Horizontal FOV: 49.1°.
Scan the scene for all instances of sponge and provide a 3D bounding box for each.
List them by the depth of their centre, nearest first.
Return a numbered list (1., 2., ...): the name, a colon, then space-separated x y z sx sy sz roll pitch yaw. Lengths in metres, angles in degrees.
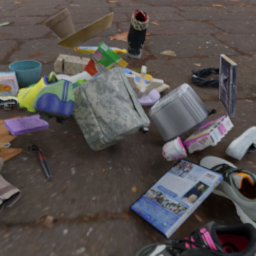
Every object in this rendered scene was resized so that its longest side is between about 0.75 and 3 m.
1. sponge: -3.121 -0.098 8.612 1.130 0.168 0.630 -15 42 -43

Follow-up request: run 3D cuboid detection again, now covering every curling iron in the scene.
1. curling iron: -2.413 0.936 7.726 0.376 0.194 1.516 -12 40 -34

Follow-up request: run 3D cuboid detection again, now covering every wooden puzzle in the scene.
1. wooden puzzle: -0.197 -1.758 11.458 2.899 0.671 2.685 -28 41 -32

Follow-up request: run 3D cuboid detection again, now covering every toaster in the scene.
1. toaster: 1.505 -0.460 8.224 1.815 1.172 1.031 -32 9 35

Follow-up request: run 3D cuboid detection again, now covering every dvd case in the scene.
1. dvd case: 1.035 1.444 6.180 1.825 0.160 1.302 -39 28 -20
2. dvd case: 2.865 -1.275 8.101 0.151 1.410 1.897 -3 21 9

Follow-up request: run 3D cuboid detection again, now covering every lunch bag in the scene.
1. lunch bag: -0.476 -0.522 7.906 1.691 2.017 1.405 -29 -9 31

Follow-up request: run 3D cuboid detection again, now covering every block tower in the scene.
1. block tower: -1.836 -2.397 10.940 1.996 0.539 0.577 7 40 0

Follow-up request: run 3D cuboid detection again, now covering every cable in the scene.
1. cable: 3.763 -2.268 12.553 1.843 0.468 1.504 5 33 7

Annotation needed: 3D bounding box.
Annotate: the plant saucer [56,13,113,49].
1. plant saucer: -1.212 -2.820 8.336 1.915 0.339 1.915 -25 21 10

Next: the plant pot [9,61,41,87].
1. plant pot: -4.422 -2.310 12.206 1.299 0.875 1.299 2 31 -1

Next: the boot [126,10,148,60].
1. boot: 0.303 -2.932 8.277 0.585 1.223 1.619 10 49 -4

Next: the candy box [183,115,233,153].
1. candy box: 2.370 0.177 8.233 0.934 0.418 1.369 -28 4 45

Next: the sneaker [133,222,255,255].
1. sneaker: 1.200 2.164 5.031 2.502 1.048 0.960 -9 34 -14

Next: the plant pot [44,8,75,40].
1. plant pot: -2.547 -3.953 10.906 1.077 0.939 1.077 -28 24 14

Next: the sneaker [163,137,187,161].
1. sneaker: 1.154 0.576 7.213 0.546 1.237 0.503 -25 71 7

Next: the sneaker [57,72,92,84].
1. sneaker: -1.845 -1.398 10.399 2.947 1.103 1.468 -9 37 23

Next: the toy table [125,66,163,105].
1. toy table: 0.444 -1.432 9.934 1.496 0.876 1.375 0 50 -10

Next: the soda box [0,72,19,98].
1. soda box: -5.858 -1.572 11.073 2.745 0.873 0.939 -7 33 -12

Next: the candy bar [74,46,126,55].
1. candy bar: -0.942 -2.637 9.578 1.820 0.202 0.454 -2 30 -17

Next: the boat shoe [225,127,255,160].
1. boat shoe: 3.503 0.499 8.229 1.565 0.546 0.558 -28 55 -33

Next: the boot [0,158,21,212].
1. boot: -3.159 1.409 6.777 1.219 0.586 1.667 15 36 11

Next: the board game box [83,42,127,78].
1. board game box: -0.718 -1.866 8.562 0.971 1.269 0.256 39 55 -9

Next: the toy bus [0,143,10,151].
1. toy bus: -4.143 0.521 8.079 1.019 0.558 1.080 3 33 4

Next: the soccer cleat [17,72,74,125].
1. soccer cleat: -2.255 -0.909 7.716 0.970 1.255 3.001 14 3 -36

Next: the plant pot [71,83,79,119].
1. plant pot: -1.522 -0.795 9.504 1.206 1.206 1.133 -8 36 -12

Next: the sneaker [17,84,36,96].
1. sneaker: -3.957 -1.441 11.407 0.432 0.396 1.014 35 51 27

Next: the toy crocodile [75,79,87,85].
1. toy crocodile: -1.331 -1.411 9.262 0.867 0.268 0.293 16 52 11

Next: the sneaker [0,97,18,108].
1. sneaker: -4.695 -1.006 10.694 1.079 0.422 0.487 3 22 -2

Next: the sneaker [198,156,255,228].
1. sneaker: 2.424 1.208 6.378 0.928 0.995 2.511 -26 28 -8
